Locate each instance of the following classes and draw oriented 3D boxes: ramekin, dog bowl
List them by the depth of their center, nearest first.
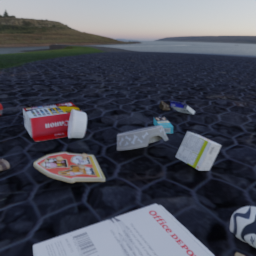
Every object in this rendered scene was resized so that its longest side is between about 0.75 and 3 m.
[{"bbox_3d":[0.490,0.365,10.716,2.020,0.592,2.020,-12,1,0],"label":"dog bowl"},{"bbox_3d":[-2.192,-0.137,12.071,0.605,1.240,1.240,8,17,-20],"label":"ramekin"}]

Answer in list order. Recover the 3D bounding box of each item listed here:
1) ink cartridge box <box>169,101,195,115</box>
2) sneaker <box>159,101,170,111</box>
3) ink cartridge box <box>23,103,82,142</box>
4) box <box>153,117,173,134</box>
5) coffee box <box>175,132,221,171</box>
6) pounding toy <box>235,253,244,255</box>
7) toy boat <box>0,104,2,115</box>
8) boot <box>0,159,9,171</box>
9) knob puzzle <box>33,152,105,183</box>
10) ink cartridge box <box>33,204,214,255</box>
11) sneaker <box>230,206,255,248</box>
[{"bbox_3d":[2.851,-1.092,15.082,1.128,0.229,1.130,17,-9,46],"label":"ink cartridge box"},{"bbox_3d":[2.109,-1.234,16.279,0.431,0.401,1.140,17,21,-11],"label":"sneaker"},{"bbox_3d":[-3.369,-0.321,12.838,2.364,0.991,2.076,-11,24,-28],"label":"ink cartridge box"},{"bbox_3d":[1.646,-0.128,13.244,0.579,0.346,1.408,-3,21,-9],"label":"box"},{"bbox_3d":[2.349,0.786,9.382,0.958,0.969,0.967,29,9,36],"label":"coffee box"},{"bbox_3d":[2.025,2.936,4.776,1.083,0.837,1.177,16,18,28],"label":"pounding toy"},{"bbox_3d":[-7.050,-0.657,14.141,1.506,0.983,0.984,-18,56,-39],"label":"toy boat"},{"bbox_3d":[-4.430,1.361,9.226,0.982,0.472,1.343,-7,27,-37],"label":"boot"},{"bbox_3d":[-1.983,1.170,9.225,2.348,0.326,2.348,10,16,-3],"label":"knob puzzle"},{"bbox_3d":[-0.088,2.616,4.909,2.666,1.103,1.953,-11,23,-26],"label":"ink cartridge box"},{"bbox_3d":[3.662,2.218,6.267,2.308,0.921,1.502,-8,24,-21],"label":"sneaker"}]
